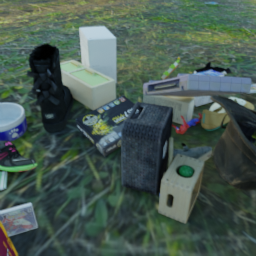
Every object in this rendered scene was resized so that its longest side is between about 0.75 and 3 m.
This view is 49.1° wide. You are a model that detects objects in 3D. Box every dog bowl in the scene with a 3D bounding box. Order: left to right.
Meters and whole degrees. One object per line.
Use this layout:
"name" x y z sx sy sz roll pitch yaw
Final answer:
"dog bowl" -3.905 -0.153 8.531 1.517 0.598 1.517 0 33 0

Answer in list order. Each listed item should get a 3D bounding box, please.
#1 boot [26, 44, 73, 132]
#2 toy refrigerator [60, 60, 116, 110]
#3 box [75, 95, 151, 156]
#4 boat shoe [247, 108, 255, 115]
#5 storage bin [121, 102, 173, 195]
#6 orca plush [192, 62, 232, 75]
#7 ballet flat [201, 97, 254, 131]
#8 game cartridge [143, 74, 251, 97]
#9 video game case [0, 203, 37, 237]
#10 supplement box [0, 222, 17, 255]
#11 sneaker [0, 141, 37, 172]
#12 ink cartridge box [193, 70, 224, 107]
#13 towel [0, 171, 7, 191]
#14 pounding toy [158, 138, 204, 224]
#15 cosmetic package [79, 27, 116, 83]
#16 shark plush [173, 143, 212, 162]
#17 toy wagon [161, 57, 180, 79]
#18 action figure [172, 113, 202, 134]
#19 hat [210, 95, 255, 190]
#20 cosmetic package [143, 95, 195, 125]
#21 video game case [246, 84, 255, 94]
"boot" -2.452 -1.497 8.994 1.056 2.338 2.853 -5 33 -5
"toy refrigerator" -1.731 -1.732 10.592 1.049 0.967 2.764 -26 41 -33
"box" -0.406 -0.121 8.291 1.814 0.446 1.462 -29 54 -26
"boat shoe" 3.651 0.086 7.120 1.975 0.715 0.714 27 63 31
"storage bin" 0.450 0.466 6.453 0.864 1.842 1.246 12 36 15
"orca plush" 3.372 -2.411 11.512 0.861 0.581 1.636 -22 17 -36
"ballet flat" 3.257 -0.601 8.988 2.306 0.727 0.791 -23 21 -31
"game cartridge" 1.652 -1.080 7.371 1.725 0.511 2.661 -4 5 -18
"video game case" -2.209 1.822 5.456 0.751 0.685 0.086 -13 36 -18
"supplement box" -2.215 2.566 3.491 1.341 1.041 2.431 -12 37 -11
"sneaker" -3.050 0.690 7.066 1.639 0.687 0.629 13 0 16
"ink cartridge box" 2.782 -1.434 9.978 1.531 1.045 0.585 -16 36 -36
"towel" -3.367 1.344 6.714 0.862 0.101 0.658 -10 35 -15
"pounding toy" 1.071 1.091 6.050 0.885 1.245 1.147 16 37 23
"cosmetic package" -1.266 -3.032 11.702 1.175 1.912 1.906 -10 35 -15
"shark plush" 1.498 0.606 7.410 1.349 0.562 0.613 17 37 23
"toy wagon" 1.800 -2.466 11.655 0.216 1.090 0.846 43 9 -3
"action figure" 1.765 -0.196 8.727 0.590 0.389 1.191 44 49 18
"hat" 2.429 0.536 5.668 2.967 1.197 2.967 31 25 -17
"cosmetic package" 1.315 -0.744 9.219 1.594 0.839 0.567 20 36 25
"video game case" 4.570 -1.428 10.122 0.953 0.115 1.047 -6 17 3
